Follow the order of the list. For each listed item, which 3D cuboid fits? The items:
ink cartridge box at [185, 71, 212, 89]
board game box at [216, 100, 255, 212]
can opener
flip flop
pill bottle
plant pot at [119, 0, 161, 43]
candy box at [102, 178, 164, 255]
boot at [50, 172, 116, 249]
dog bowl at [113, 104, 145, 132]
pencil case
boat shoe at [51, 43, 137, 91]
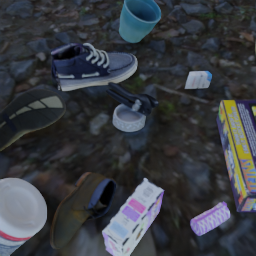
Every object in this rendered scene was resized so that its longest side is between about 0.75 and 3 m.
[{"bbox_3d":[1.986,-1.391,8.121,0.759,0.440,0.257,-5,40,-16],"label":"ink cartridge box"},{"bbox_3d":[3.360,0.526,6.269,2.226,0.763,2.693,0,47,5],"label":"board game box"},{"bbox_3d":[0.010,-0.765,7.352,1.589,0.504,0.625,26,19,30],"label":"can opener"},{"bbox_3d":[-2.517,-0.165,6.683,2.290,0.659,0.929,-32,91,10],"label":"flip flop"},{"bbox_3d":[-2.238,1.688,4.606,1.685,1.007,1.007,-42,49,19],"label":"pill bottle"},{"bbox_3d":[0.277,-3.622,9.559,1.287,1.209,1.287,11,59,-18],"label":"plant pot"},{"bbox_3d":[0.104,1.684,5.073,0.438,1.026,1.224,30,57,22],"label":"candy box"},{"bbox_3d":[-0.831,1.529,5.256,0.772,0.595,1.592,-6,48,43],"label":"boot"},{"bbox_3d":[0.033,-0.308,7.354,0.907,0.266,0.907,1,44,-1],"label":"dog bowl"},{"bbox_3d":[1.618,1.772,5.484,0.829,0.354,0.348,-24,37,-21],"label":"pencil case"},{"bbox_3d":[-0.936,-1.888,8.037,2.647,1.227,0.988,-18,66,-13],"label":"boat shoe"}]
